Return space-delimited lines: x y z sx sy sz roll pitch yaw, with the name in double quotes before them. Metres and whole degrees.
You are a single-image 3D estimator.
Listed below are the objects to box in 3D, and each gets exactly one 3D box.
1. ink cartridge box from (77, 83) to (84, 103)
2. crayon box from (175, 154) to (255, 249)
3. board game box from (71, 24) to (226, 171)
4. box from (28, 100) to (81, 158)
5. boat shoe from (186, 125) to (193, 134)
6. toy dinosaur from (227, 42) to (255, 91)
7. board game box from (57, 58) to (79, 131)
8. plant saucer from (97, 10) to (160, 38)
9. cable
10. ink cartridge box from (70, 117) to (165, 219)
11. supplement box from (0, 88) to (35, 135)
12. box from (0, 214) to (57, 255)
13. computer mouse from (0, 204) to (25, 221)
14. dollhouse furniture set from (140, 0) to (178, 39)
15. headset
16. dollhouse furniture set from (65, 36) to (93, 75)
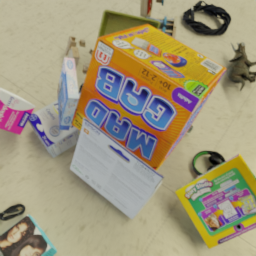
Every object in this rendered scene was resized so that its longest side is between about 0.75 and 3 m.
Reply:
"ink cartridge box" -0.820 -0.644 9.744 2.122 0.416 1.055 31 47 -25
"crayon box" 2.607 1.977 7.589 2.040 0.595 1.760 -35 75 19
"board game box" 0.596 -0.898 8.090 2.807 2.807 2.809 34 37 13
"box" -2.313 -0.086 9.582 1.624 0.852 1.493 -33 64 -19
"boat shoe" 1.835 -0.256 9.854 1.092 0.337 0.397 46 31 17
"toy dinosaur" 4.418 -2.208 11.031 1.253 0.943 2.450 13 63 22
"board game box" -1.755 -0.946 8.000 0.321 1.475 1.482 3 54 -23
"plant saucer" -0.149 -3.350 10.656 2.140 2.137 0.512 5 44 -18
"cable" 3.600 -5.002 12.826 1.821 0.567 2.232 -29 63 -17
"ink cartridge box" -0.356 1.072 7.523 2.466 2.471 0.502 37 48 11
"supplement box" -4.149 -0.723 8.468 1.140 2.206 1.117 25 87 31
"box" -3.447 3.733 7.268 2.933 0.721 1.207 -37 65 -21
"computer mouse" -4.120 2.650 8.225 2.146 0.365 0.629 -7 34 -10
"dollhouse furniture set" 1.261 -4.463 11.501 1.569 2.226 1.560 7 58 5
"headset" 2.810 1.156 8.884 1.529 0.718 0.944 8 58 18
"dollhouse furniture set" -1.449 -2.706 11.546 2.016 0.984 1.719 1 56 -28
